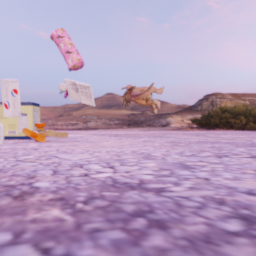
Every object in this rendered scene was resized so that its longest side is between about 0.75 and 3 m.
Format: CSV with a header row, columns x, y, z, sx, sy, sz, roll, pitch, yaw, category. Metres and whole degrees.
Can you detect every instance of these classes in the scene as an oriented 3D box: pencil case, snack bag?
x,y,z,sx,sy,sz,roll,pitch,yaw,category
-2.021,-2.578,9.277,0.636,1.470,0.609,-31,-7,16,pencil case
-1.567,-1.133,8.990,1.001,0.107,0.943,17,-37,17,snack bag

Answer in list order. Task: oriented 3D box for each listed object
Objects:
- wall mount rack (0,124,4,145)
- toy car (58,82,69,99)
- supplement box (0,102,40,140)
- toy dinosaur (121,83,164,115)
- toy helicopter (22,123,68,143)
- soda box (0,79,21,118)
x,y,z,sx,sy,sz,roll,pitch,yaw,category
-4.591,0.182,7.383,2.319,0.995,2.669,0,-1,-20,wall mount rack
-2.612,-1.608,12.296,0.956,0.717,0.837,15,16,-1,toy car
-6.085,-0.384,15.548,2.044,2.042,1.372,0,0,-2,supplement box
0.439,-1.225,10.670,1.651,1.046,2.436,13,-1,2,toy dinosaur
-3.739,0.259,12.668,2.187,0.863,1.446,3,4,24,toy helicopter
-3.855,-0.975,9.222,0.421,1.238,0.394,8,15,28,soda box
